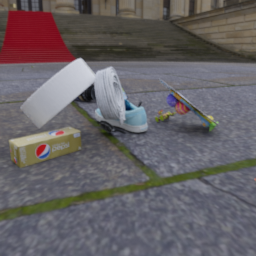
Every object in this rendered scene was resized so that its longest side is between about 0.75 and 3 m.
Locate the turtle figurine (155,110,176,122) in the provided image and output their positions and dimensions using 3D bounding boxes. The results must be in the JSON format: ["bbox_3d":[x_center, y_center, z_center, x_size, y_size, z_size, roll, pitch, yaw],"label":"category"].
[{"bbox_3d":[1.622,-0.528,12.621,1.159,0.373,0.935,5,24,43],"label":"turtle figurine"}]

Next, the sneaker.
[{"bbox_3d":[-0.314,-0.706,11.679,2.851,1.168,1.054,15,25,39],"label":"sneaker"}]

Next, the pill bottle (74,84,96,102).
[{"bbox_3d":[-2.690,-2.183,16.748,2.050,1.146,1.146,11,21,33],"label":"pill bottle"}]

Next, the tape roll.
[{"bbox_3d":[-2.363,-1.190,9.694,2.688,0.940,2.688,-39,11,9],"label":"tape roll"}]

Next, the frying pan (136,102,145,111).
[{"bbox_3d":[0.378,-0.907,13.895,0.841,0.226,1.391,-10,27,-1],"label":"frying pan"}]

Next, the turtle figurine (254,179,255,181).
[{"bbox_3d":[3.839,1.340,6.551,1.447,0.466,1.167,2,17,8],"label":"turtle figurine"}]

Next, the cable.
[{"bbox_3d":[-0.597,-1.117,9.380,0.603,1.740,1.741,-10,47,13],"label":"cable"}]

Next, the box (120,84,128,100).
[{"bbox_3d":[-0.490,-1.830,14.253,0.586,1.065,0.185,-19,-20,-28],"label":"box"}]

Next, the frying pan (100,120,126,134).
[{"bbox_3d":[-0.646,0.076,10.772,1.095,0.662,0.178,34,64,1],"label":"frying pan"}]

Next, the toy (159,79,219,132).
[{"bbox_3d":[2.257,-0.798,11.199,2.831,0.668,1.630,37,6,9],"label":"toy"}]

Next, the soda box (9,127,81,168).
[{"bbox_3d":[-2.537,0.548,8.758,2.104,0.674,0.713,-14,23,-40],"label":"soda box"}]
